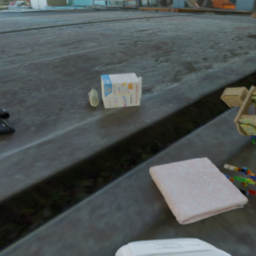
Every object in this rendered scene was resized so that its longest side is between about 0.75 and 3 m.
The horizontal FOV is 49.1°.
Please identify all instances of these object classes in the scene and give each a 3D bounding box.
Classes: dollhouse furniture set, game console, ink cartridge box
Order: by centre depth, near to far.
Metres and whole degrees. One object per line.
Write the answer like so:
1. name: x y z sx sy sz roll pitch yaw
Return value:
1. dollhouse furniture set: 4.586 -0.018 9.104 1.530 2.435 2.753 -59 26 -11
2. game console: -4.778 -0.171 10.058 1.221 0.249 2.070 -23 35 -34
3. ink cartridge box: -0.218 -1.571 11.666 1.684 1.083 1.055 -6 30 -9

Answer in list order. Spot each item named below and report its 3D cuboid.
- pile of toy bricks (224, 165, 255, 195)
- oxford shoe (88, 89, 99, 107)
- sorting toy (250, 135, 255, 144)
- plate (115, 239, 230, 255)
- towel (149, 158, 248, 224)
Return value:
1. pile of toy bricks: 3.014 1.350 7.163 0.566 0.636 1.147 15 1 -33
2. oxford shoe: -1.496 -1.211 11.842 0.342 0.446 1.185 -37 33 19
3. sorting toy: 4.706 0.404 8.986 1.537 0.533 0.529 4 58 11
4. plate: 0.687 2.130 4.742 1.805 0.292 1.802 -2 -15 -4
5. towel: 1.674 1.484 7.054 1.800 0.304 1.885 -8 30 -16
